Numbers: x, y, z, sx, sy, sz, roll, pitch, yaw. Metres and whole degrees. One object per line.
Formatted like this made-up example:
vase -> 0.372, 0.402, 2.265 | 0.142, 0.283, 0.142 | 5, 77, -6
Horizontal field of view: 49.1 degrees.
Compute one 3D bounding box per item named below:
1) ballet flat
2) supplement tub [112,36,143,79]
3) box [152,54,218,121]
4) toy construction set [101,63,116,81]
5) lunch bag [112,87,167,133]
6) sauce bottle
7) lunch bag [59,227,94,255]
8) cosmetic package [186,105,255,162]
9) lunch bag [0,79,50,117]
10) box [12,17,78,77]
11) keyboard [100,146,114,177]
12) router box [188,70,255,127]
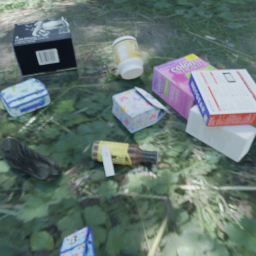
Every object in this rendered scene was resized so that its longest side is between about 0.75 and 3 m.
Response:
ballet flat -> -3.610, 1.152, 10.105 | 2.859, 0.812, 0.950 | 26, 93, 26
supplement tub -> -0.001, -3.438, 13.831 | 1.278, 1.278, 1.770 | -12, 75, -12
box -> 2.881, -1.931, 12.799 | 2.408, 1.323, 2.737 | -23, 47, -23
toy construction set -> -1.043, -2.940, 14.393 | 0.860, 0.661, 0.718 | 43, 89, -7
lunch bag -> 0.469, -0.884, 11.814 | 1.854, 1.179, 1.572 | -20, 49, -26
sauce bottle -> -0.109, 0.945, 10.128 | 2.364, 0.765, 0.765 | 5, 43, 8
lunch bag -> -1.384, 3.310, 7.621 | 0.893, 0.558, 1.187 | -32, 30, 14
cosmetic package -> 3.478, 0.096, 10.724 | 2.368, 1.201, 0.844 | 35, 52, 30
lunch bag -> -4.604, -1.368, 12.628 | 1.913, 0.789, 1.538 | -25, 52, -23
box -> -4.447, -4.435, 15.082 | 2.950, 1.828, 2.900 | -12, 42, -9
keyboard -> -0.725, 1.167, 9.781 | 0.286, 0.054, 1.017 | -12, 87, 6
router box -> 3.782, -1.222, 10.689 | 2.336, 0.636, 2.602 | -3, 46, -5
